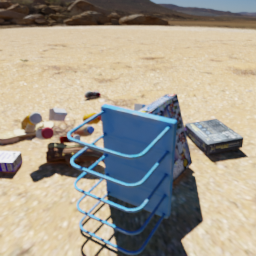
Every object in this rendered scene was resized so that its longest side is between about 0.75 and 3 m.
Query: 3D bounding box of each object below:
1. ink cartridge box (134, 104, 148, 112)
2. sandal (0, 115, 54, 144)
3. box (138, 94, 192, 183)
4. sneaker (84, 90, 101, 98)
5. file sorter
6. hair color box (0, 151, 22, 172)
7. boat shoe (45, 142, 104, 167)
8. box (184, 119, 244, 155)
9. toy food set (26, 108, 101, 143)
[{"bbox_3d":[0.661,-0.661,12.420,0.428,0.735,1.017,6,3,29],"label":"ink cartridge box"},{"bbox_3d":[-4.200,-0.121,11.678,2.403,0.790,0.881,-24,35,-39],"label":"sandal"},{"bbox_3d":[1.103,0.422,8.492,0.496,2.486,1.702,6,30,46],"label":"box"},{"bbox_3d":[-1.991,-1.867,15.620,0.999,0.403,0.373,-19,35,-34],"label":"sneaker"},{"bbox_3d":[-0.171,1.218,6.729,1.992,2.871,1.761,15,33,28],"label":"file sorter"},{"bbox_3d":[-4.404,1.138,9.593,1.299,0.421,0.710,0,26,5],"label":"hair color box"},{"bbox_3d":[-1.835,0.995,9.643,2.144,0.772,0.724,4,65,12],"label":"boat shoe"},{"bbox_3d":[3.331,0.293,11.128,1.525,0.493,1.933,-8,26,-14],"label":"box"},{"bbox_3d":[-2.181,-0.079,10.090,2.609,1.245,1.174,5,-7,-37],"label":"toy food set"}]
